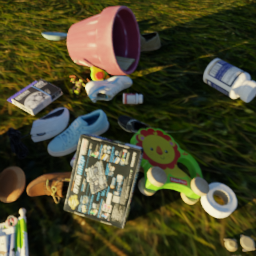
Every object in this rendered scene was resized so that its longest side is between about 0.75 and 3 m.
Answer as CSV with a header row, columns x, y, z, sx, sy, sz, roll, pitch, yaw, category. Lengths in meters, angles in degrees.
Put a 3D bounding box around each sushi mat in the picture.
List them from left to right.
x,y,z,sx,sy,sz,roll,pitch,yaw,category
-0.862,-3.017,12.562,2.139,0.129,1.023,15,46,17,sushi mat

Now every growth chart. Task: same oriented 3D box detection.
x,y,z,sx,sy,sz,roll,pitch,yaw,category
-3.744,3.290,7.103,2.526,0.224,1.828,-17,50,-15,growth chart

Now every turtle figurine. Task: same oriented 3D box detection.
x,y,z,sx,sy,sz,roll,pitch,yaw,category
-2.140,-1.773,11.762,1.004,0.323,0.810,21,57,7,turtle figurine

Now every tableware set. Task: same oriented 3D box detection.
x,y,z,sx,sy,sz,roll,pitch,yaw,category
2.928,3.235,7.214,0.816,0.113,0.977,2,45,0,tableware set

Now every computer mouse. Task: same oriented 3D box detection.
x,y,z,sx,sy,sz,roll,pitch,yaw,category
-2.842,0.072,9.464,0.533,1.333,2.430,32,48,26,computer mouse

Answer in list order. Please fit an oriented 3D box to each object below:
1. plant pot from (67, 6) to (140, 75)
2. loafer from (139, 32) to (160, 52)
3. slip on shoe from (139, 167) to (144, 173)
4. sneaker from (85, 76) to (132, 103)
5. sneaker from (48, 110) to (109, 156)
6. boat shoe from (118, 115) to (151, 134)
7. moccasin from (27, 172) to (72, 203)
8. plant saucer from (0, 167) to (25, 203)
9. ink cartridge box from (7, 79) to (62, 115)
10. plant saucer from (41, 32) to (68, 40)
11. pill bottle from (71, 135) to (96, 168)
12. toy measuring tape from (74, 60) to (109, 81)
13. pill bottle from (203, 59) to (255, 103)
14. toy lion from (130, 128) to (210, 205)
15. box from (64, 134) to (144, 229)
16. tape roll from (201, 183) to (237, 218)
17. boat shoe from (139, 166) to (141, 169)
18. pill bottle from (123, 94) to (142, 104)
x,y,z,sx,sy,sz,roll,pitch,yaw,category
-1.118,-3.686,12.142,2.490,2.782,2.782,5,45,26,plant pot
0.410,-4.171,13.645,2.483,0.837,0.944,-17,49,-15,loafer
0.594,1.177,8.865,0.636,0.507,1.673,-34,55,-27,slip on shoe
-0.708,-1.551,11.372,1.921,0.735,0.776,-16,67,-15,sneaker
-1.769,0.057,9.568,2.317,0.949,0.856,-33,53,-21,sneaker
0.248,-0.100,9.979,1.637,0.553,0.588,32,66,35,boat shoe
-2.007,1.752,8.278,1.871,0.684,0.722,-3,38,-16,moccasin
-3.531,1.654,8.279,1.069,0.200,1.069,-8,68,21,plant saucer
-3.818,-1.347,11.349,1.612,0.350,1.597,26,52,24,ink cartridge box
-3.716,-4.650,14.273,1.348,0.260,1.348,4,24,-2,plant saucer
-1.303,0.827,9.076,0.680,0.680,1.200,14,49,13,pill bottle
-1.565,-2.331,11.891,1.640,0.603,0.603,19,43,-22,toy measuring tape
4.162,-1.878,11.314,1.118,1.118,2.012,-32,55,-27,pill bottle
1.132,0.983,8.285,2.243,0.770,2.150,17,45,-18,toy lion
-0.669,1.419,7.702,1.752,0.507,2.204,13,93,12,box
2.599,2.079,8.049,0.956,0.335,0.956,6,49,-8,tape roll
-0.241,0.944,8.789,0.599,0.599,1.702,-50,35,-17,boat shoe
0.180,-1.149,11.109,0.753,0.412,0.412,1,47,-1,pill bottle
